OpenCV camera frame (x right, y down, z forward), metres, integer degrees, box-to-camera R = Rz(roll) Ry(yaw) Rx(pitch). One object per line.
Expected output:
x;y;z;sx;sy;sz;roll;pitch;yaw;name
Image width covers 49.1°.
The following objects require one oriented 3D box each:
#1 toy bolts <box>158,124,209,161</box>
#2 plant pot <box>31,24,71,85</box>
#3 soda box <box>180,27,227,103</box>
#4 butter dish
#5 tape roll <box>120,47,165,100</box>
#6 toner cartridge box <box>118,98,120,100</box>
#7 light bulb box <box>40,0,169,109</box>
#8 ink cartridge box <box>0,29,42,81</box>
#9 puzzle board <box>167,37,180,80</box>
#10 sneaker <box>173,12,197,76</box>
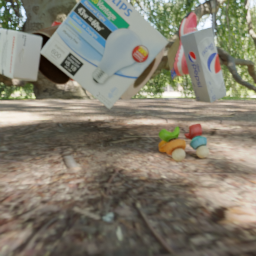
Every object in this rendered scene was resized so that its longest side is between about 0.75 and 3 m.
1.398;0.515;7.009;1.188;0.824;1.135;-12;-30;-13;toy bolts
-2.074;-2.846;9.770;1.901;1.901;2.034;6;42;39;plant pot
2.764;-2.251;10.247;0.819;2.581;0.881;-24;16;-20;soda box
-2.607;-3.085;12.769;2.497;2.491;1.846;16;-27;-22;butter dish
-0.058;-2.517;10.369;1.742;2.537;2.537;39;18;11;tape roll
-0.811;-2.813;12.544;0.631;2.923;1.389;1;45;21;toner cartridge box
-0.615;-2.226;7.587;2.338;2.359;1.472;38;12;-16;light bulb box
-3.534;-2.298;8.754;0.791;1.374;1.883;-2;19;-45;ink cartridge box
2.311;-3.272;12.874;0.171;1.485;1.971;-5;-13;-14;puzzle board
2.639;-3.338;11.258;1.132;2.611;0.962;8;-2;31;sneaker
